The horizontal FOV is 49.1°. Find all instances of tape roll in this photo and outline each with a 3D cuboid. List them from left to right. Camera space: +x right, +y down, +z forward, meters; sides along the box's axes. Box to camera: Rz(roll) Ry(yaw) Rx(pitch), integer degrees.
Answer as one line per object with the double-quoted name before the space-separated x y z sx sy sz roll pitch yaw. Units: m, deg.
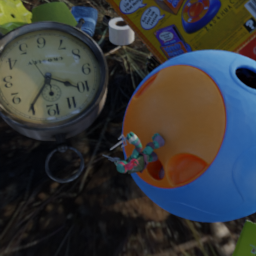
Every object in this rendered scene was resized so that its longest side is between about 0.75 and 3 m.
"tape roll" -0.284 -4.091 11.884 1.068 0.733 1.068 0 48 0

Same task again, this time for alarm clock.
"alarm clock" -1.236 -0.478 4.599 1.892 0.934 2.806 -10 71 -11

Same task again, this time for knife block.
"knife block" 1.362 -2.044 9.594 1.540 1.352 0.493 3 49 3

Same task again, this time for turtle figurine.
"turtle figurine" 0.064 0.326 3.158 0.787 0.590 0.396 -15 64 -43

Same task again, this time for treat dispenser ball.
"treat dispenser ball" 1.187 0.125 4.395 2.595 2.595 2.595 0 48 0

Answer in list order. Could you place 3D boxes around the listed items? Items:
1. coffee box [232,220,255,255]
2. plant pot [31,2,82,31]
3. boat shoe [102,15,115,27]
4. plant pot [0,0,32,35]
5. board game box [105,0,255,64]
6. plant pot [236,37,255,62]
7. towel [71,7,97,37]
"coffee box" 1.938 1.860 3.691 0.826 0.818 0.827 10 65 53
"plant pot" -1.561 -1.901 6.300 1.476 1.578 1.476 -13 14 3
"boat shoe" -0.738 -4.821 12.754 1.184 0.434 0.441 30 54 24
"plant pot" -3.159 -2.147 6.543 1.762 1.916 1.916 -29 40 28
"board game box" 1.687 -2.905 7.157 2.854 2.857 2.855 49 14 0
"plant pot" 4.968 -3.571 10.393 2.562 2.562 2.267 14 59 12
"towel" -2.078 -4.766 12.631 1.252 0.544 2.242 2 47 1
